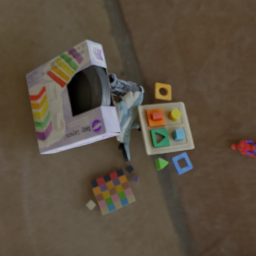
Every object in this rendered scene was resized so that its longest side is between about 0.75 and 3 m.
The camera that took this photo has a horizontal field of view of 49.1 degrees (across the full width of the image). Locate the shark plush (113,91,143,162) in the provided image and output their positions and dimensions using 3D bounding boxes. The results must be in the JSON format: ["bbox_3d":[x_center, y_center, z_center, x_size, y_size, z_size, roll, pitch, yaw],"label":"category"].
[{"bbox_3d":[0.031,-0.055,8.191,0.853,0.931,2.048,1,81,-19],"label":"shark plush"}]

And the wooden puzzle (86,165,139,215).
[{"bbox_3d":[-0.445,1.868,8.258,1.750,0.123,1.038,-23,83,-5],"label":"wooden puzzle"}]

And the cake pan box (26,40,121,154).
[{"bbox_3d":[-1.559,-0.732,7.672,2.691,0.704,2.478,-16,84,33],"label":"cake pan box"}]

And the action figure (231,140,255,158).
[{"bbox_3d":[3.830,0.632,8.316,1.476,0.382,0.483,6,77,6],"label":"action figure"}]

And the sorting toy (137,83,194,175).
[{"bbox_3d":[1.128,-0.057,8.068,1.585,0.384,2.816,-5,75,-20],"label":"sorting toy"}]

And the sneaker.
[{"bbox_3d":[-0.250,-1.240,8.309,1.439,0.819,0.543,12,83,1],"label":"sneaker"}]
